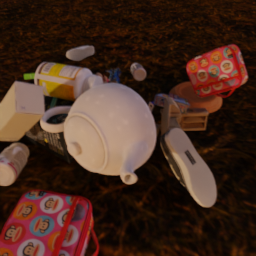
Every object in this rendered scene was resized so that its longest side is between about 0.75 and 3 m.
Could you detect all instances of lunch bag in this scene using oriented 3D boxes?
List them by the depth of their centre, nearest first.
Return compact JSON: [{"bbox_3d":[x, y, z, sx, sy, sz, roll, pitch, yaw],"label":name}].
[{"bbox_3d":[-1.938,2.945,7.009,2.372,1.103,2.693,9,40,4],"label":"lunch bag"},{"bbox_3d":[3.432,-2.040,10.844,2.094,1.844,0.858,-15,9,47],"label":"lunch bag"}]

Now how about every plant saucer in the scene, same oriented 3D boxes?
[{"bbox_3d":[3.137,-1.511,13.070,2.464,0.461,2.464,1,38,0],"label":"plant saucer"}]

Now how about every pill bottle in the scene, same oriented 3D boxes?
[{"bbox_3d":[-3.863,1.142,9.239,0.848,0.848,1.497,1,25,1],"label":"pill bottle"},{"bbox_3d":[-2.069,-1.582,9.923,2.223,1.214,1.214,13,40,17],"label":"pill bottle"},{"bbox_3d":[0.468,-2.763,13.694,0.628,0.628,1.085,-6,30,-7],"label":"pill bottle"}]

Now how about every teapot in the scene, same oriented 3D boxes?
[{"bbox_3d":[-0.857,0.190,8.113,2.187,2.994,2.955,-27,89,-41],"label":"teapot"}]

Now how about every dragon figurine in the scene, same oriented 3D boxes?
[{"bbox_3d":[-0.708,-2.499,13.407,0.631,1.067,2.145,-7,-1,8],"label":"dragon figurine"}]

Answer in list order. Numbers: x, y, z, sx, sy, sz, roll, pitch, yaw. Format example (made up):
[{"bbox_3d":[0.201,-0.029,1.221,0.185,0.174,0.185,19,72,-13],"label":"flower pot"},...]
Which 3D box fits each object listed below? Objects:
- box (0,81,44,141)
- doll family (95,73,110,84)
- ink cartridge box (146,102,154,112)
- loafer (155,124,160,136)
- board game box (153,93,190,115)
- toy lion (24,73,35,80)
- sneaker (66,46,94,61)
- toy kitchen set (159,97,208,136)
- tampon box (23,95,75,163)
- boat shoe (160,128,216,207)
[{"bbox_3d":[-3.552,-0.421,8.900,0.863,2.525,1.037,6,68,-38],"label":"box"},{"bbox_3d":[-1.782,-1.553,11.259,2.139,1.328,0.964,-4,38,23],"label":"doll family"},{"bbox_3d":[0.207,-0.557,11.220,1.569,0.344,1.584,-11,36,35],"label":"ink cartridge box"},{"bbox_3d":[0.512,0.403,10.470,0.680,0.682,1.950,31,48,22],"label":"loafer"},{"bbox_3d":[1.664,-1.049,10.882,1.310,0.404,1.311,14,23,1],"label":"board game box"},{"bbox_3d":[-4.194,-2.703,14.246,1.853,0.664,1.934,3,15,39],"label":"toy lion"},{"bbox_3d":[-2.949,-4.481,16.738,1.879,0.718,0.756,-24,36,-37],"label":"sneaker"},{"bbox_3d":[2.225,-0.290,10.244,1.882,1.702,2.087,-2,30,-4],"label":"toy kitchen set"},{"bbox_3d":[-2.544,-0.220,10.482,2.515,1.588,1.885,23,43,29],"label":"tampon box"},{"bbox_3d":[1.831,1.236,8.687,0.909,0.819,2.572,-23,83,-27],"label":"boat shoe"}]
